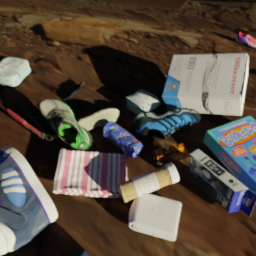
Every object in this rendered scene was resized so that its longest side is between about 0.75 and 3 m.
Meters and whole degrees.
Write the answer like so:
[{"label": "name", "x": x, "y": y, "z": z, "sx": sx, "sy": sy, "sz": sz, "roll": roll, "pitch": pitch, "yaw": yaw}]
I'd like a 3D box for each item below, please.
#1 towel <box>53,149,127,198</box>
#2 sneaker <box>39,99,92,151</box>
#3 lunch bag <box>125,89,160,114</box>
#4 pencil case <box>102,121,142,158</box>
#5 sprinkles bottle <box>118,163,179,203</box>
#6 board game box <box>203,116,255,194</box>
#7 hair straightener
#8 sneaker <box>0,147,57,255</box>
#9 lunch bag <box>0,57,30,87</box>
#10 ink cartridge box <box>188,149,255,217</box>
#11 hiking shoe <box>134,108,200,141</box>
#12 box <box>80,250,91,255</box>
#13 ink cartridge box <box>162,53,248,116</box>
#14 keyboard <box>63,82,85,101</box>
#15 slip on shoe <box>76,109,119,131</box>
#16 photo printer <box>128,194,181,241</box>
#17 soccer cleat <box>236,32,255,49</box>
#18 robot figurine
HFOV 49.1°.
[{"label": "towel", "x": -1.085, "y": 1.322, "z": 8.494, "sx": 2.183, "sy": 0.326, "sz": 1.597, "roll": 6, "pitch": 43, "yaw": -11}, {"label": "sneaker", "x": -2.085, "y": -0.187, "z": 9.058, "sx": 2.197, "sy": 0.936, "sz": 0.857, "roll": 41, "pitch": 93, "yaw": 14}, {"label": "lunch bag", "x": 0.586, "y": -0.925, "z": 10.811, "sx": 0.930, "sy": 0.666, "sz": 1.092, "roll": -32, "pitch": 48, "yaw": -29}, {"label": "pencil case", "x": -0.238, "y": 0.402, "z": 9.484, "sx": 0.685, "sy": 0.615, "sz": 1.577, "roll": -27, "pitch": 49, "yaw": -34}, {"label": "sprinkles bottle", "x": 0.565, "y": 1.522, "z": 7.799, "sx": 1.654, "sy": 0.565, "sz": 0.565, "roll": -20, "pitch": 48, "yaw": -7}, {"label": "board game box", "x": 4.025, "y": 0.853, "z": 9.008, "sx": 1.988, "sy": 0.588, "sz": 2.614, "roll": -18, "pitch": 48, "yaw": -21}, {"label": "hair straightener", "x": -3.292, "y": -0.287, "z": 10.185, "sx": 2.534, "sy": 0.518, "sz": 0.975, "roll": 29, "pitch": 58, "yaw": 29}, {"label": "sneaker", "x": -3.506, "y": 1.916, "z": 7.481, "sx": 2.137, "sy": 1.176, "sz": 2.918, "roll": -28, "pitch": 59, "yaw": -33}, {"label": "lunch bag", "x": -5.144, "y": -2.451, "z": 12.369, "sx": 1.283, "sy": 0.617, "sz": 1.600, "roll": 11, "pitch": 46, "yaw": 7}, {"label": "ink cartridge box", "x": 2.548, "y": 1.594, "z": 7.871, "sx": 0.410, "sy": 1.040, "sz": 2.091, "roll": -28, "pitch": 45, "yaw": -23}, {"label": "hiking shoe", "x": 1.408, "y": -0.038, "z": 9.918, "sx": 2.374, "sy": 0.883, "sz": 1.029, "roll": -7, "pitch": 60, "yaw": 1}, {"label": "box", "x": -0.813, "y": 3.714, "z": 6.004, "sx": 1.378, "sy": 0.849, "sz": 1.366, "roll": 24, "pitch": 51, "yaw": 24}, {"label": "ink cartridge box", "x": 2.864, "y": -1.608, "z": 10.304, "sx": 2.741, "sy": 1.154, "sz": 1.982, "roll": 6, "pitch": 65, "yaw": 26}, {"label": "keyboard", "x": -2.182, "y": -1.526, "z": 11.606, "sx": 0.689, "sy": 0.147, "sz": 1.148, "roll": -16, "pitch": 32, "yaw": 41}, {"label": "slip on shoe", "x": -1.145, "y": -0.332, "z": 10.203, "sx": 1.742, "sy": 0.645, "sz": 0.533, "roll": -21, "pitch": 32, "yaw": -17}, {"label": "photo printer", "x": 0.707, "y": 2.363, "z": 7.593, "sx": 1.338, "sy": 0.465, "sz": 1.114, "roll": 12, "pitch": 40, "yaw": 12}, {"label": "soccer cleat", "x": 6.306, "y": -4.533, "z": 14.539, "sx": 1.375, "sy": 0.503, "sz": 0.469, "roll": 31, "pitch": 53, "yaw": 28}, {"label": "robot figurine", "x": 1.308, "y": 0.825, "z": 8.917, "sx": 1.062, "sy": 0.309, "sz": 0.770, "roll": -12, "pitch": 34, "yaw": -3}]
